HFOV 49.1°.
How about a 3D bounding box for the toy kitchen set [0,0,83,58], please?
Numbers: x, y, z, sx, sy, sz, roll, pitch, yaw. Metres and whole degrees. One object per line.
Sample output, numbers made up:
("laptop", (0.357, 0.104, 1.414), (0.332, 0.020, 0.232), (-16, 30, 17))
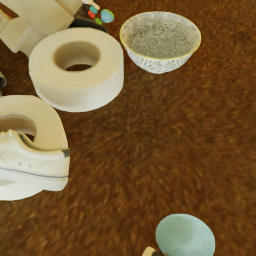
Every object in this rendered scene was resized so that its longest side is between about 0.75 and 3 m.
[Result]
("toy kitchen set", (-3.242, -3.890, 8.402), (2.599, 2.121, 2.345), (-49, 63, 8))

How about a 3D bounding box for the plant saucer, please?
("plant saucer", (1.123, 2.153, 5.516), (1.141, 1.141, 0.220), (20, 19, 14))

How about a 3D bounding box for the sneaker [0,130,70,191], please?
("sneaker", (-2.399, 0.470, 5.433), (2.610, 0.953, 0.924), (14, 89, -10))

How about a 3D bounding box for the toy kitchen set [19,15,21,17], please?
("toy kitchen set", (-3.582, -4.576, 10.239), (0.927, 1.025, 1.137), (-33, 65, -23))

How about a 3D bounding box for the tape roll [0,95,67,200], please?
("tape roll", (-2.717, 0.402, 6.676), (2.470, 0.864, 2.470), (0, 56, 0))

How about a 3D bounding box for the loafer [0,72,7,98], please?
("loafer", (-3.908, -1.389, 8.215), (0.664, 0.666, 1.904), (-6, 62, -11))

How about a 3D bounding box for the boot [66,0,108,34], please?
("boot", (-1.656, -4.254, 10.023), (2.966, 1.027, 2.582), (18, 56, 14))

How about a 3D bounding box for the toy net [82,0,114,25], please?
("toy net", (-0.986, -3.437, 7.848), (0.690, 1.314, 0.254), (23, 78, 44))

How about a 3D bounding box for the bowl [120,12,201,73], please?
("bowl", (0.929, -2.441, 8.639), (2.367, 1.111, 2.367), (1, 53, -1))

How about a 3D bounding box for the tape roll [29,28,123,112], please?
("tape roll", (-1.470, -1.768, 8.267), (2.699, 0.944, 2.699), (0, 55, -1))

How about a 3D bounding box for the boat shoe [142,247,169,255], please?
("boat shoe", (0.262, 3.377, 4.528), (0.910, 0.966, 2.691), (17, 54, 17))
